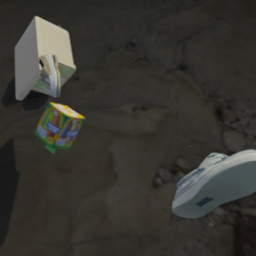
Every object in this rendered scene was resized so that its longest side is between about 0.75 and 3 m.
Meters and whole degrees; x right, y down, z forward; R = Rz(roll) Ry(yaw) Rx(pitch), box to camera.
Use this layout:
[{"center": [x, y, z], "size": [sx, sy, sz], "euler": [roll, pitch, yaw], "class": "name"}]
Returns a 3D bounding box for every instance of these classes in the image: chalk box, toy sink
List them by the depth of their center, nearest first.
[{"center": [-1.904, 0.075, 7.519], "size": [0.782, 0.778, 1.257], "euler": [32, 100, 25], "class": "chalk box"}, {"center": [-2.706, -2.049, 9.121], "size": [1.335, 1.554, 2.384], "euler": [16, 48, -41], "class": "toy sink"}]

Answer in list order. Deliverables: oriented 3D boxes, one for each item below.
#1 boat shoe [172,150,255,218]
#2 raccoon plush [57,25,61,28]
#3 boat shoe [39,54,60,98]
[{"center": [1.701, 0.996, 5.657], "size": [0.908, 2.602, 0.927], "euler": [22, 49, -14], "class": "boat shoe"}, {"center": [-3.101, -3.310, 12.006], "size": [1.617, 1.168, 2.413], "euler": [-31, 77, -29], "class": "raccoon plush"}, {"center": [-1.909, -1.256, 6.807], "size": [0.448, 0.490, 1.311], "euler": [-3, 54, -21], "class": "boat shoe"}]
